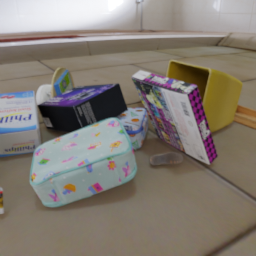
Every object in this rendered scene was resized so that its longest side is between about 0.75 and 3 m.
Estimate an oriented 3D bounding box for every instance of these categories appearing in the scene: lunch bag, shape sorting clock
[{"bbox_3d":[-0.280,-0.041,10.597,1.942,0.916,2.424,4,25,12],"label":"lunch bag"},{"bbox_3d":[-2.896,-1.627,12.503,0.413,2.104,2.104,-1,25,11],"label":"shape sorting clock"},{"bbox_3d":[-1.192,0.852,7.850,2.845,1.097,2.282,-19,27,-5],"label":"lunch bag"}]

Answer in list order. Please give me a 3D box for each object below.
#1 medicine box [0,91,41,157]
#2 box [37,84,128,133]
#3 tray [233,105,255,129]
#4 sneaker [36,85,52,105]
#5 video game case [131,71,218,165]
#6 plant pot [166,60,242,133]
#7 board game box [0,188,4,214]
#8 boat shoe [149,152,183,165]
[{"bbox_3d":[-4.227,-0.150,9.886,2.049,1.158,2.250,-8,43,-16],"label":"medicine box"},{"bbox_3d":[-1.806,-0.777,10.704,2.085,1.165,2.954,-31,23,-35],"label":"box"},{"bbox_3d":[5.265,-0.407,11.942,1.075,0.403,2.179,-18,30,-32],"label":"tray"},{"bbox_3d":[-3.495,-1.732,13.847,1.213,1.043,2.865,-3,23,13],"label":"sneaker"},{"bbox_3d":[1.461,-0.360,8.928,0.503,2.811,2.548,-40,36,-17],"label":"video game case"},{"bbox_3d":[3.059,-1.241,11.444,2.239,2.538,2.539,-1,20,-28],"label":"plant pot"},{"bbox_3d":[-3.447,1.787,6.488,1.014,0.640,0.175,-6,23,-30],"label":"board game box"},{"bbox_3d":[1.197,0.972,8.940,1.075,0.400,0.394,-2,-4,-2],"label":"boat shoe"}]
